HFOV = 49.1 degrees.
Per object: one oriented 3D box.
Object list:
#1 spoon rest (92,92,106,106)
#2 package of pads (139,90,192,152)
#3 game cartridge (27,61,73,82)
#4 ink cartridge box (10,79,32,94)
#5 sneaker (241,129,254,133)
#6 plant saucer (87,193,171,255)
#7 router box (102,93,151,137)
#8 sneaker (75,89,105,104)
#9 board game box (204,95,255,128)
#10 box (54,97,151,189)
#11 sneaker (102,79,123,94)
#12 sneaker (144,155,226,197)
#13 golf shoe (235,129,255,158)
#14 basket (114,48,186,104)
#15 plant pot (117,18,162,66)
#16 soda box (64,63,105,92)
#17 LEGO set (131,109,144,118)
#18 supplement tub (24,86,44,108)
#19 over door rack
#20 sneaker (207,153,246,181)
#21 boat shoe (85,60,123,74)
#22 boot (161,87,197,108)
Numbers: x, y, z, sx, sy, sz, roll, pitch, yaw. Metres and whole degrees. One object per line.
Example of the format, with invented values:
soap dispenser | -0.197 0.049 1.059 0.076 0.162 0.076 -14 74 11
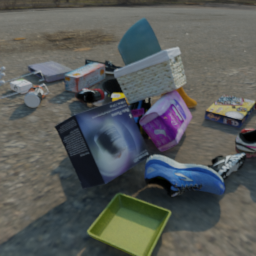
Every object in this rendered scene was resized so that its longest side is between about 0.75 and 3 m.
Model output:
spoon rest | -0.951 -1.183 11.186 0.595 0.363 1.198 -9 17 38
package of pads | 1.237 -0.301 8.698 0.762 1.213 2.014 -31 9 36
game cartridge | -3.981 -2.927 14.444 1.522 0.451 2.348 -18 33 -37
ink cartridge box | -4.753 -1.850 12.489 0.842 0.354 0.613 22 36 35
sneaker | 4.110 0.308 8.465 1.488 0.583 0.860 21 24 9
plant saucer | 0.047 1.966 5.559 1.271 0.304 1.269 14 31 23
router box | -0.073 -0.512 9.777 1.745 0.597 2.339 2 29 4
sneaker | -1.642 -1.253 11.063 1.423 0.503 0.695 5 24 33
board game box | 3.803 -0.670 10.358 1.279 0.327 1.888 19 35 31
box | -0.557 0.331 6.734 1.657 1.644 1.021 -26 3 -44
sneaker | -0.190 -1.539 11.478 1.963 0.686 0.883 -1 -7 -23
sneaker | 1.273 1.295 6.531 1.905 0.748 0.849 11 50 13
golf shoe | 3.874 0.329 7.604 1.820 0.838 0.661 -11 49 11
basket | 0.787 -1.697 9.259 2.003 1.236 1.358 -15 11 32
plant pot | 0.526 -3.970 14.445 1.825 2.709 2.709 -25 30 3
soda box | -1.977 -2.383 13.073 0.787 0.732 2.301 16 32 23
LEGO set | -0.443 -0.004 8.487 1.923 0.733 0.789 -10 -5 -2
supplement tub | -3.715 -1.272 11.148 0.622 0.622 1.015 -3 29 -5
over door rack | -4.956 -1.993 12.125 2.684 0.894 1.983 -11 33 -17
sneaker | 2.548 0.910 7.332 1.391 0.462 0.629 -25 40 -34
boat shoe | -1.185 -3.171 14.475 2.151 0.649 0.813 2 18 -6
boot | 1.974 -1.522 11.010 1.674 1.198 0.589 21 36 33
